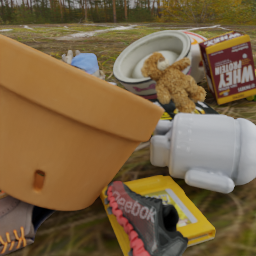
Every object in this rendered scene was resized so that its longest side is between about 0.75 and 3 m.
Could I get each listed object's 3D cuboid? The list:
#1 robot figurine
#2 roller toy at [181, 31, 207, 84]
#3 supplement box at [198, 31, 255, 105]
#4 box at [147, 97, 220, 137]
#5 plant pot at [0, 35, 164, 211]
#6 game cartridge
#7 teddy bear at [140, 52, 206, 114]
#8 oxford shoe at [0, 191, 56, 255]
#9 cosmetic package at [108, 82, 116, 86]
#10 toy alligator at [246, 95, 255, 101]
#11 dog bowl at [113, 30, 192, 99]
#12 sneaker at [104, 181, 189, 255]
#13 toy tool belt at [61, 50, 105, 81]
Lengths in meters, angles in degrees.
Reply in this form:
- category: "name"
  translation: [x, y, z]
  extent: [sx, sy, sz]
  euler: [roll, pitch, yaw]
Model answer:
- category: "robot figurine"
  translation: [1.630, 0.418, 5.605]
  extent: [2.339, 1.321, 1.984]
  euler: [5, 47, 11]
- category: "roller toy"
  translation: [2.392, -3.021, 12.349]
  extent: [2.336, 1.790, 2.561]
  euler: [3, 40, -7]
- category: "supplement box"
  translation: [3.524, -2.207, 10.051]
  extent: [1.354, 2.011, 2.039]
  euler: [-16, 20, 12]
- category: "box"
  translation: [1.518, -0.190, 7.835]
  extent: [1.959, 0.605, 2.453]
  euler: [-6, 25, -9]
- category: "plant pot"
  translation: [-1.137, 0.000, 4.815]
  extent: [2.920, 2.044, 2.920]
  euler: [25, 5, -2]
- category: "game cartridge"
  translation: [0.399, 1.400, 4.761]
  extent: [1.443, 0.266, 1.637]
  euler: [-9, 27, -18]
- category: "teddy bear"
  translation: [1.219, -1.195, 7.277]
  extent: [1.373, 1.893, 0.632]
  euler: [-31, 6, -5]
- category: "oxford shoe"
  translation: [-1.865, 1.459, 4.004]
  extent: [0.851, 0.832, 2.334]
  euler: [15, 28, 20]
- category: "cosmetic package"
  translation: [-1.080, -1.674, 11.455]
  extent: [0.981, 0.253, 0.739]
  euler: [13, 28, 26]
- category: "toy alligator"
  translation: [4.594, -1.318, 10.407]
  extent: [0.526, 0.481, 1.774]
  euler: [-21, 32, -37]
- category: "dog bowl"
  translation: [0.966, -2.223, 10.101]
  extent: [2.896, 1.068, 2.896]
  euler: [-18, 41, 17]
- category: "sneaker"
  translation: [0.232, 1.217, 3.884]
  extent: [0.816, 0.590, 1.670]
  euler: [-42, 36, 0]
- category: "toy tool belt"
  translation: [-1.749, -2.244, 10.584]
  extent: [1.704, 1.677, 2.729]
  euler: [-2, 32, 7]
